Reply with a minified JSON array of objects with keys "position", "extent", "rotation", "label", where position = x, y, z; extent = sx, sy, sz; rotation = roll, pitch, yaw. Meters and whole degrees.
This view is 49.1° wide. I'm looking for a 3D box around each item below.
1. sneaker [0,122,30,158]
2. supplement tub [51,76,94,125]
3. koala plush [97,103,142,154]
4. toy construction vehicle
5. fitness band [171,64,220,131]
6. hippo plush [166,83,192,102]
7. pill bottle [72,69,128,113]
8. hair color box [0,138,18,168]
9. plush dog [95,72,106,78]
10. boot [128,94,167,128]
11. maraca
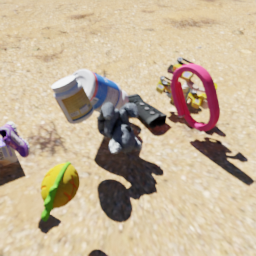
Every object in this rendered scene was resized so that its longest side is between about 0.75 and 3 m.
[{"position":[-3.210,0.387,7.793],"extent":[1.152,0.463,0.509],"rotation":[54,27,3],"label":"sneaker"},{"position":[-1.661,-0.835,8.417],"extent":[0.905,1.251,0.905],"rotation":[-18,28,10],"label":"supplement tub"},{"position":[-0.234,0.173,9.117],"extent":[1.371,1.421,1.546],"rotation":[-4,52,-38],"label":"koala plush"},{"position":[2.123,-1.522,10.754],"extent":[2.318,2.018,0.816],"rotation":[33,63,14],"label":"toy construction vehicle"},{"position":[2.290,-1.009,9.696],"extent":[0.451,2.410,1.731],"rotation":[-27,17,-29],"label":"fitness band"},{"position":[2.242,-1.695,12.456],"extent":[1.002,0.992,1.246],"rotation":[20,43,22],"label":"hippo plush"},{"position":[-1.021,-1.216,10.358],"extent":[1.308,1.308,2.331],"rotation":[31,9,33],"label":"pill bottle"},{"position":[-4.583,0.961,9.255],"extent":[1.587,0.868,0.514],"rotation":[-21,44,-23],"label":"hair color box"},{"position":[-1.335,-1.818,11.727],"extent":[1.118,0.897,0.960],"rotation":[-8,20,10],"label":"plush dog"},{"position":[0.376,-0.604,11.458],"extent":[1.627,0.648,1.974],"rotation":[-25,49,-25],"label":"boot"},{"position":[-1.620,1.422,6.453],"extent":[0.853,1.093,1.595],"rotation":[16,24,2],"label":"maraca"}]
